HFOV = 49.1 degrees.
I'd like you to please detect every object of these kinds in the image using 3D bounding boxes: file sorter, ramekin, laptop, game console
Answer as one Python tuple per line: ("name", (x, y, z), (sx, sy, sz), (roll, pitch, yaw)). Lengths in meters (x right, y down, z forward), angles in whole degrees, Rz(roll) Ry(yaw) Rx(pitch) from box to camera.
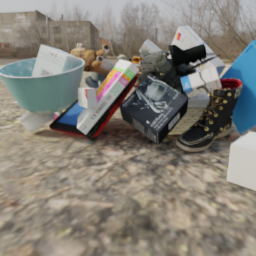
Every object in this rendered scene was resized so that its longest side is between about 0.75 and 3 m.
("file sorter", (4.508, -1.404, 9.089), (1.801, 2.037, 2.936), (-22, -14, -12))
("ramekin", (-3.242, -0.370, 10.098), (1.244, 0.653, 1.244), (-29, 11, 6))
("laptop", (2.328, -1.657, 9.242), (0.768, 1.488, 1.318), (8, 8, -2))
("game console", (-1.196, -0.987, 10.285), (1.676, 2.434, 2.824), (35, 36, -3))

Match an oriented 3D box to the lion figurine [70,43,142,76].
("lion figurine", (-0.753, -2.274, 10.441), (2.786, 1.010, 1.706), (25, -19, -26))

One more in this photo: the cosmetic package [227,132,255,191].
("cosmetic package", (3.580, 0.900, 6.079), (2.413, 1.024, 1.299), (15, 23, 42))

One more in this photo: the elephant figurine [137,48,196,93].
("elephant figurine", (1.050, -2.101, 9.846), (2.539, 1.970, 1.797), (11, 51, -39))

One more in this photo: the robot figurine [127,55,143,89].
("robot figurine", (0.864, -2.168, 12.089), (1.778, 2.453, 0.714), (-2, 60, 20))

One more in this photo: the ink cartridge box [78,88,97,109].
("ink cartridge box", (-1.186, -0.878, 8.137), (0.317, 0.547, 0.758), (-7, 13, -28))

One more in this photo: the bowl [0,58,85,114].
("bowl", (-2.712, -1.401, 9.321), (2.718, 1.422, 2.718), (-3, 27, 1))

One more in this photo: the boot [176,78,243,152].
("boot", (2.554, -0.423, 8.651), (2.527, 1.903, 0.925), (-19, 40, -33))

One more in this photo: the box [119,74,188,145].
("box", (0.820, -0.581, 8.826), (1.524, 0.961, 1.550), (36, 74, 22))

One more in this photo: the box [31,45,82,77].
("box", (-2.371, -1.940, 9.260), (1.193, 1.199, 0.784), (27, 14, 22))

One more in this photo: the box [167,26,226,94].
("box", (2.583, -2.545, 11.533), (0.550, 2.082, 2.670), (-13, 55, -27))

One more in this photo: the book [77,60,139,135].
("book", (-0.726, -1.026, 8.946), (0.599, 2.493, 1.666), (39, 5, -15))

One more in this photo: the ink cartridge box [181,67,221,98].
("ink cartridge box", (2.008, -1.232, 7.673), (0.950, 0.400, 0.687), (-18, -18, 20))

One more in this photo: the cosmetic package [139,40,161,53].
("cosmetic package", (1.176, -3.478, 13.115), (1.222, 0.621, 0.452), (40, 58, -1))

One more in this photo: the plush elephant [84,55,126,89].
("plush elephant", (-1.015, -2.298, 11.714), (1.524, 1.851, 1.433), (-29, -39, 33))

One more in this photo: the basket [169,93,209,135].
("basket", (1.860, -0.566, 10.405), (2.223, 1.371, 1.507), (-1, 17, 2))

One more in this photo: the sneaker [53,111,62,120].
("sneaker", (-3.174, -0.615, 12.218), (1.232, 0.455, 0.539), (21, 25, 41))

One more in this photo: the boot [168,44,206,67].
("boot", (1.927, -2.413, 9.009), (1.128, 0.510, 1.377), (-13, -11, 14))
